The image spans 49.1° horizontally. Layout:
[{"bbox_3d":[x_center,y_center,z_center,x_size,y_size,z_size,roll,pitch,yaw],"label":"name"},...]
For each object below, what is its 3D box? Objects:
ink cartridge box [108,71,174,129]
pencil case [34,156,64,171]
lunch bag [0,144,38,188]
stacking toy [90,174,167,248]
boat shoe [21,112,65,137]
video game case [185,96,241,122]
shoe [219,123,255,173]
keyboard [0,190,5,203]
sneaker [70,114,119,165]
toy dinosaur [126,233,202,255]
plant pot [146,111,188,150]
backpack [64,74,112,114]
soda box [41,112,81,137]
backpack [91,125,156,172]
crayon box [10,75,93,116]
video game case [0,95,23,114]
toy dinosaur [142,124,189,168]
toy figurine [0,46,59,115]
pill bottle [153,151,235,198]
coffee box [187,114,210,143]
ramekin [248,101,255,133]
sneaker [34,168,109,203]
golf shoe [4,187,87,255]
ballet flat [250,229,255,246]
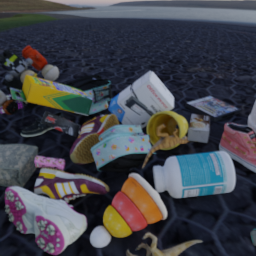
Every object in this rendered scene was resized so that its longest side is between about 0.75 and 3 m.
[{"bbox_3d":[0.567,-1.035,11.894,2.272,1.643,0.957,-34,23,26],"label":"ink cartridge box"},{"bbox_3d":[-2.436,1.108,8.723,0.922,0.382,0.399,8,48,-2],"label":"pencil case"},{"bbox_3d":[-4.133,1.239,9.558,1.692,0.995,1.388,8,30,6],"label":"lunch bag"},{"bbox_3d":[-0.154,2.352,7.448,2.071,1.513,1.513,-35,40,-15],"label":"stacking toy"},{"bbox_3d":[-3.784,-0.216,12.526,2.108,0.699,0.788,-18,33,-29],"label":"boat shoe"},{"bbox_3d":[4.365,-1.033,14.486,1.877,0.265,2.077,-16,33,-28],"label":"video game case"},{"bbox_3d":[4.556,0.753,10.231,0.933,1.188,2.611,-21,35,-33],"label":"shoe"},{"bbox_3d":[-4.669,2.119,8.783,1.632,0.209,0.980,4,35,6],"label":"keyboard"},{"bbox_3d":[-1.523,0.462,11.076,1.309,1.089,2.906,-5,26,35],"label":"sneaker"},{"bbox_3d":[0.674,3.137,6.704,2.158,0.628,1.091,-28,54,-29],"label":"toy dinosaur"},{"bbox_3d":[1.739,0.032,11.423,1.520,1.520,1.430,19,18,31],"label":"plant pot"},{"bbox_3d":[-2.144,-1.654,14.084,2.241,1.718,1.970,-15,31,-31],"label":"backpack"},{"bbox_3d":[-2.790,-0.144,11.665,1.549,0.548,0.491,23,-5,-10],"label":"soda box"},{"bbox_3d":[-0.251,0.701,9.100,1.630,1.421,1.854,-31,-16,37],"label":"backpack"},{"bbox_3d":[-2.872,-1.274,10.448,2.711,0.699,1.704,11,15,-29],"label":"crayon box"},{"bbox_3d":[-6.727,-1.185,14.702,1.833,0.328,1.661,-23,36,-35],"label":"video game case"},{"bbox_3d":[0.992,0.385,7.719,1.635,0.494,0.868,-19,78,-20],"label":"toy dinosaur"},{"bbox_3d":[-5.069,-2.173,13.363,2.085,2.997,2.951,42,20,-6],"label":"toy figurine"},{"bbox_3d":[1.973,1.469,8.694,2.325,1.288,1.288,-6,29,0],"label":"pill bottle"},{"bbox_3d":[3.101,0.003,12.229,0.856,0.597,1.497,8,30,15],"label":"coffee box"},{"bbox_3d":[6.998,-0.639,12.427,2.942,1.544,2.942,0,28,0],"label":"ramekin"},{"bbox_3d":[-1.720,1.920,8.448,2.290,0.858,1.032,8,68,16],"label":"sneaker"},{"bbox_3d":[-2.329,2.361,7.709,2.796,1.053,1.280,23,21,34],"label":"golf shoe"},{"bbox_3d":[3.932,2.910,7.158,1.513,0.510,0.482,3,56,7],"label":"ballet flat"}]
